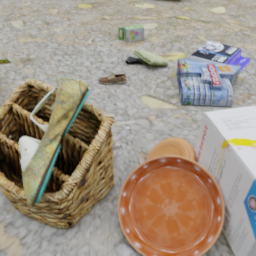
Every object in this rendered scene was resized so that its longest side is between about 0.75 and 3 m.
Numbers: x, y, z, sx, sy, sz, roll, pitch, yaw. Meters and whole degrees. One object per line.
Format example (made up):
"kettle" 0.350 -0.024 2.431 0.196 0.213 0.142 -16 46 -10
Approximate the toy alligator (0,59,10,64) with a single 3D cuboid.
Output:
"toy alligator" -5.475 -2.875 12.087 0.759 0.182 0.251 -9 39 -12

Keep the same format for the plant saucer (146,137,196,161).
"plant saucer" 0.985 0.824 6.906 1.367 0.221 1.367 -23 45 26

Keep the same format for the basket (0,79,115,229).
"basket" -1.964 0.528 6.305 2.948 2.196 2.104 27 46 28

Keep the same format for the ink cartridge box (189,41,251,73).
"ink cartridge box" 4.014 -3.031 12.077 2.113 0.459 2.094 25 45 26

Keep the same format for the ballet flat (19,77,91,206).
"ballet flat" -1.554 0.141 5.301 0.891 0.891 2.521 18 76 20

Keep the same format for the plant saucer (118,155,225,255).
"plant saucer" 0.853 1.625 5.770 2.142 0.346 2.142 -6 65 14

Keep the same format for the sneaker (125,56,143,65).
"sneaker" 0.257 -2.809 11.988 0.764 0.286 0.406 23 56 27

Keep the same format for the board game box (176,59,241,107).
"board game box" 3.027 -1.710 10.229 2.311 0.713 2.312 1 39 3

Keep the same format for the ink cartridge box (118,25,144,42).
"ink cartridge box" 0.145 -4.669 13.924 1.256 0.652 0.372 -10 39 -12

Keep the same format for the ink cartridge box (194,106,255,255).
"ink cartridge box" 2.771 1.021 5.878 1.883 1.917 2.603 -6 39 -11

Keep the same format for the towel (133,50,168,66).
"towel" 0.963 -3.006 11.965 1.064 0.262 1.434 -4 35 -34

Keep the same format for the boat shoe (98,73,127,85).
"boat shoe" -0.589 -1.917 10.738 1.096 0.394 0.415 -4 39 -4
